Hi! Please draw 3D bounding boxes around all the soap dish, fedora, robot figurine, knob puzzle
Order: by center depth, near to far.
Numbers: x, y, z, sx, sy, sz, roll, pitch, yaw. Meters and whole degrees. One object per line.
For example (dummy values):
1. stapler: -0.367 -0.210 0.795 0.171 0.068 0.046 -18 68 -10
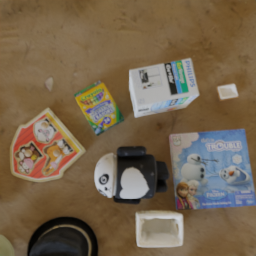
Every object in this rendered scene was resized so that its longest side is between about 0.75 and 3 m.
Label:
1. fedora: -2.403 4.366 9.764 2.630 1.201 2.630 -1 77 4
2. robot figurine: 0.119 1.747 10.124 2.645 1.650 1.987 3 75 -5
3. knob puzzle: -3.484 0.899 10.978 3.002 0.416 3.002 0 79 1
4. soap dish: 4.069 -1.449 11.543 0.786 0.319 0.618 -11 78 -3

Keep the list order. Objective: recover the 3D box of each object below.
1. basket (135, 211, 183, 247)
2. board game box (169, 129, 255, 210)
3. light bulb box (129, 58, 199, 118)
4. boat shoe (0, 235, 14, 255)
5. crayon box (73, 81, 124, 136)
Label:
1. basket: 1.050 3.548 10.031 1.618 0.998 1.097 2 86 -8
2. board game box: 3.133 1.573 10.672 2.865 0.621 2.851 -5 77 3
3. light bulb box: 1.229 -1.418 10.567 2.212 2.192 1.380 -11 82 -1
4. boat shoe: -4.324 4.841 9.780 2.198 0.821 0.729 50 116 15
5. crayon box: -1.218 -0.878 11.302 1.290 0.529 2.052 -30 80 -7
